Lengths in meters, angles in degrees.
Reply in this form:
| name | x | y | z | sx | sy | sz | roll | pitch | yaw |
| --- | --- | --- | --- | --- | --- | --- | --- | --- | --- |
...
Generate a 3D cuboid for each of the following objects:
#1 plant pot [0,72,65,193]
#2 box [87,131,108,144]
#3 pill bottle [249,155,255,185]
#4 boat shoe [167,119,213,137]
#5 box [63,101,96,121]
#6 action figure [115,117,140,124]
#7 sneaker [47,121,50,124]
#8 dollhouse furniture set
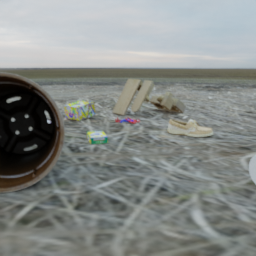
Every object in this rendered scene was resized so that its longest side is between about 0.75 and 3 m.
| name | x | y | z | sx | sy | sz | roll | pitch | yaw |
| --- | --- | --- | --- | --- | --- | --- | --- | --- | --- |
| plant pot | -2.913 | -0.009 | 7.195 | 2.595 | 2.595 | 2.569 | -3 | 6 | -10 |
| box | -1.146 | 0.324 | 10.197 | 0.629 | 0.259 | 1.071 | -3 | 12 | -16 |
| pill bottle | 3.654 | 0.870 | 6.337 | 1.670 | 0.972 | 0.972 | -6 | 15 | -23 |
| boat shoe | 2.393 | -0.027 | 10.877 | 1.765 | 0.610 | 0.651 | 5 | 14 | 21 |
| box | -2.428 | -0.891 | 14.017 | 1.122 | 0.684 | 1.080 | 11 | 26 | 41 |
| action figure | -0.017 | -0.348 | 13.032 | 1.151 | 0.297 | 0.377 | 7 | 12 | 18 |
| sneaker | -3.366 | -0.190 | 12.054 | 0.440 | 0.280 | 0.773 | 22 | -14 | -41 |
| dollhouse furniture set | 1.172 | -1.021 | 15.418 | 2.499 | 2.141 | 2.628 | 15 | -14 | 48 |
